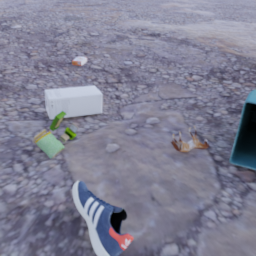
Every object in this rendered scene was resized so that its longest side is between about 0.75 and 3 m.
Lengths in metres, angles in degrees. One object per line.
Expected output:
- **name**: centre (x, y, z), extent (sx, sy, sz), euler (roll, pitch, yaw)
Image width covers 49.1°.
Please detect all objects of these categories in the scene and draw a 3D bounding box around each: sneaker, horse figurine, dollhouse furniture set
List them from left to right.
- **dollhouse furniture set**: centre (-2.142, 0.197, 8.481), extent (0.828, 0.634, 1.264), euler (40, 37, 0)
- **sneaker**: centre (-0.528, 1.793, 6.007), extent (0.832, 0.738, 1.970), euler (-36, 51, -1)
- **horse figurine**: centre (1.827, 0.432, 8.524), extent (1.170, 0.775, 0.292), euler (-19, -5, -15)

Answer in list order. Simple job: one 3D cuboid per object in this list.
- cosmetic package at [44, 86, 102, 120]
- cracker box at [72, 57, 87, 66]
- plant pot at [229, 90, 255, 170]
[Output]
- **cosmetic package**: centre (-1.989, -0.964, 10.237), extent (1.920, 0.815, 1.033), euler (-7, 28, -20)
- **cracker box**: centre (-2.586, -3.564, 14.940), extent (0.526, 0.226, 0.785), euler (8, 33, 12)
- **plant pot**: centre (4.311, -0.100, 8.288), extent (1.883, 1.884, 2.666), euler (14, 27, 21)
